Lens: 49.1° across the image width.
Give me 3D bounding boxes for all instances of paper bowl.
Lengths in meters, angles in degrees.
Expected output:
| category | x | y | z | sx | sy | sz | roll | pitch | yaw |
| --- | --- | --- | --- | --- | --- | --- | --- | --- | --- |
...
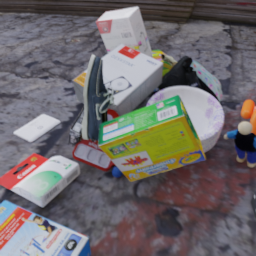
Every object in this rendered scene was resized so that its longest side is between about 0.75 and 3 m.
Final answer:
| category | x | y | z | sx | sy | sz | roll | pitch | yaw |
| --- | --- | --- | --- | --- | --- | --- | --- | --- | --- |
| paper bowl | 1.885 | -0.134 | 9.806 | 2.624 | 1.365 | 2.624 | -1 | 50 | 1 |

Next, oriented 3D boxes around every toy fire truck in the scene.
| category | x | y | z | sx | sy | sz | roll | pitch | yaw |
| --- | --- | --- | --- | --- | --- | --- | --- | --- | --- |
| toy fire truck | -0.475 | 0.606 | 9.200 | 2.230 | 1.250 | 1.872 | 23 | 66 | 0 |

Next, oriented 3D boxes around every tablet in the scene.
| category | x | y | z | sx | sy | sz | roll | pitch | yaw |
| --- | --- | --- | --- | --- | --- | --- | --- | --- | --- |
| tablet | -3.557 | -0.023 | 10.980 | 1.016 | 0.107 | 1.561 | 21 | 42 | 26 |

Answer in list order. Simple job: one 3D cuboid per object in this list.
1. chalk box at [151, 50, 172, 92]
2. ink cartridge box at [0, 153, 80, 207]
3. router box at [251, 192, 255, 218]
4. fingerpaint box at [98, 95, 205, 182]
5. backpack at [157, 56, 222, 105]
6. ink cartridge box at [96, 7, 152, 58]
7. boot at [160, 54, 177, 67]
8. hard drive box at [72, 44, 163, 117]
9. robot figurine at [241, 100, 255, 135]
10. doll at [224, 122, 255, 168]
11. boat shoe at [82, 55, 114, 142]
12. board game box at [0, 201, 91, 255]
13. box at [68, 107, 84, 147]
| category | x | y | z | sx | sy | sz | roll | pitch | yaw |
| --- | --- | --- | --- | --- | --- | --- | --- | --- | --- |
| chalk box | 0.752 | -2.610 | 13.329 | 2.403 | 1.500 | 1.489 | -17 | 39 | -19 |
| ink cartridge box | -2.811 | 1.389 | 8.662 | 2.064 | 0.517 | 1.661 | 20 | 38 | 24 |
| router box | 4.172 | 2.530 | 7.180 | 1.468 | 0.488 | 1.867 | 3 | 37 | 4 |
| fingerpaint box | 0.670 | 0.378 | 7.665 | 2.322 | 1.937 | 0.852 | -20 | 43 | 18 |
| backpack | 2.634 | -1.559 | 11.145 | 2.426 | 2.024 | 1.535 | 37 | 51 | -9 |
| ink cartridge box | -0.021 | -3.499 | 11.929 | 1.625 | 2.790 | 0.941 | 6 | 47 | 31 |
| boot | 1.712 | -2.760 | 11.595 | 0.606 | 0.282 | 0.783 | 10 | 38 | -40 |
| hard drive box | -0.324 | -1.694 | 10.280 | 2.073 | 1.022 | 2.660 | 30 | 58 | 24 |
| robot figurine | 4.934 | -0.207 | 9.268 | 2.064 | 1.673 | 2.869 | -8 | 7 | 29 |
| doll | 3.559 | 0.485 | 8.585 | 1.300 | 1.905 | 0.462 | 28 | 68 | 37 |
| boat shoe | -0.811 | -0.698 | 7.861 | 0.833 | 2.693 | 1.008 | 10 | 32 | 4 |
| board game box | -2.589 | 3.168 | 6.119 | 2.571 | 0.734 | 2.626 | 15 | 39 | 21 |
| box | -1.502 | -0.179 | 9.396 | 0.365 | 1.157 | 1.467 | 25 | 58 | -1 |
